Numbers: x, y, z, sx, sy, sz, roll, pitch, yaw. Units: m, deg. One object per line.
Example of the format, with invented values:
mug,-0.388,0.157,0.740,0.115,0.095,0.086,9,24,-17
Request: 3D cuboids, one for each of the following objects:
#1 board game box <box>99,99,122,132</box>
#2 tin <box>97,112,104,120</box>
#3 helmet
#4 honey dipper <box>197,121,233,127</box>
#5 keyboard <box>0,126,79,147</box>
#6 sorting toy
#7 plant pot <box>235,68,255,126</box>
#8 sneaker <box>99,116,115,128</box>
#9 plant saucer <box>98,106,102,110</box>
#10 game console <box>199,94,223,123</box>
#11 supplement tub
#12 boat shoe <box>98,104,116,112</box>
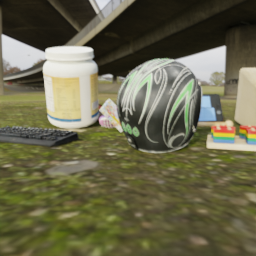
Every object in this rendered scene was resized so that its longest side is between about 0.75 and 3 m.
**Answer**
board game box,-0.497,-0.470,10.524,0.195,1.139,0.766,-36,15,33
tin,-1.718,-0.587,14.075,2.355,0.493,1.318,-6,0,-35
helmet,0.776,-0.648,7.096,2.204,2.101,2.204,-1,24,0
honey dipper,2.893,-0.102,10.755,2.908,0.552,0.552,1,6,-26
keyboard,-2.967,0.197,8.797,2.870,0.368,1.723,4,9,24
sorting toy,3.015,0.221,7.859,1.518,0.528,1.509,2,8,17
plant pot,5.657,-0.967,10.846,2.368,2.371,2.099,1,22,10
sneaker,-0.443,-0.466,11.511,1.553,0.687,0.625,-9,-35,-14
plant saucer,-1.414,-1.024,14.346,0.784,0.144,0.782,15,8,35
game console,3.347,-0.852,12.636,1.745,1.543,0.271,0,-20,-1
supplement tub,-2.316,-1.693,11.547,2.161,2.988,2.161,1,23,0
boat shoe,-1.310,-0.895,15.544,2.307,0.841,0.726,-5,-17,2
